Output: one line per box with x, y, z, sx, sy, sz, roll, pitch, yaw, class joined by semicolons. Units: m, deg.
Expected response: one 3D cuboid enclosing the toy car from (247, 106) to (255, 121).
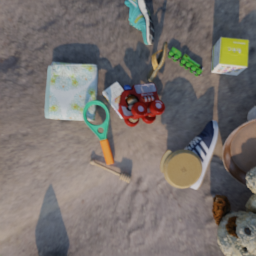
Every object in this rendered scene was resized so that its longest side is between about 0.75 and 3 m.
4.651;-0.344;8.292;1.577;1.351;1.802;42;85;5;toy car

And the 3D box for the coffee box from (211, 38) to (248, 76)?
3.157;-2.217;8.753;0.865;0.856;0.866;6;83;1;coffee box

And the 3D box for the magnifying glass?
-0.813;0.151;8.529;0.808;0.227;2.031;-14;102;6;magnifying glass

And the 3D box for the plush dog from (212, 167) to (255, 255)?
3.710;2.846;7.855;2.485;2.321;2.893;-26;55;11;plush dog

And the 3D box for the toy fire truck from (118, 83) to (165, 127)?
0.350;-0.770;8.487;1.444;0.810;1.213;-10;70;-25;toy fire truck

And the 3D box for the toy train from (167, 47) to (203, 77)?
1.867;-2.142;9.058;1.312;0.274;0.370;35;74;4;toy train

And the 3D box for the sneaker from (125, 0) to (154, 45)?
0.392;-3.482;9.105;0.719;0.699;1.805;-19;78;17;sneaker

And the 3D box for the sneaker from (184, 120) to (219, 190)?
1.903;0.662;8.478;1.179;0.761;2.172;20;87;0;sneaker

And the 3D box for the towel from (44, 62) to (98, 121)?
-1.780;-1.156;8.846;1.569;0.441;1.832;3;84;1;towel

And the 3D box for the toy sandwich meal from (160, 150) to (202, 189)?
1.482;1.136;7.952;1.242;0.425;1.242;-1;97;-5;toy sandwich meal

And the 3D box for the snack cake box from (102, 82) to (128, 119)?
-0.278;-0.871;8.862;0.581;0.340;1.011;-36;85;-6;snack cake box

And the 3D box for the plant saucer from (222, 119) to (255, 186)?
4.071;0.705;8.000;2.627;0.452;2.627;9;124;14;plant saucer

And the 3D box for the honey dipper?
-0.552;1.300;8.671;1.379;0.262;0.262;25;84;6;honey dipper

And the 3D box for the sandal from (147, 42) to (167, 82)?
0.824;-2.004;8.541;0.367;1.359;0.546;17;40;-15;sandal
